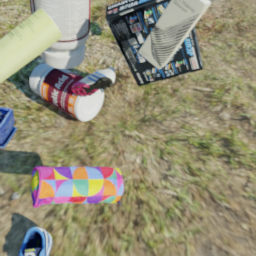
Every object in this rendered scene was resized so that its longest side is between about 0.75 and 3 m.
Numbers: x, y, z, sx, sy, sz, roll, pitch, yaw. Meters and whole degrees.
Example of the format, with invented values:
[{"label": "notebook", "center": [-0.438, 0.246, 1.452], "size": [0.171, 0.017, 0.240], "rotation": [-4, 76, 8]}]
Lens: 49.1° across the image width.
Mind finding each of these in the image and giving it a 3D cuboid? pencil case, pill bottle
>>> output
[{"label": "pencil case", "center": [-0.831, 0.995, 4.739], "size": [1.584, 0.700, 0.700], "rotation": [9, 39, -31]}, {"label": "pill bottle", "center": [-2.036, -1.220, 9.130], "size": [2.255, 1.288, 1.288], "rotation": [27, 52, 23]}, {"label": "pill bottle", "center": [-1.680, -2.924, 7.017], "size": [1.470, 2.684, 1.470], "rotation": [5, 49, -6]}]

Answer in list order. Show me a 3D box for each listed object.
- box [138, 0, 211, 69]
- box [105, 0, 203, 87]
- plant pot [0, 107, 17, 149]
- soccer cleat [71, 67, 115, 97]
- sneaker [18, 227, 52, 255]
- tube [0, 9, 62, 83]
[{"label": "box", "center": [0.790, -1.760, 4.973], "size": [0.559, 1.361, 0.465], "rotation": [39, 37, 5]}, {"label": "box", "center": [0.696, -2.050, 6.566], "size": [1.759, 2.213, 0.509], "rotation": [-13, 52, 16]}, {"label": "plant pot", "center": [-3.933, 0.016, 8.237], "size": [0.998, 0.898, 0.998], "rotation": [7, 46, 8]}, {"label": "soccer cleat", "center": [-0.940, -1.290, 7.820], "size": [1.436, 0.502, 0.620], "rotation": [-11, 49, 32]}, {"label": "sneaker", "center": [-1.953, 2.843, 5.639], "size": [0.647, 0.720, 1.751], "rotation": [-3, 48, -6]}, {"label": "tube", "center": [-2.740, -1.398, 5.986], "size": [2.869, 0.832, 0.745], "rotation": [-40, 99, -5]}]
